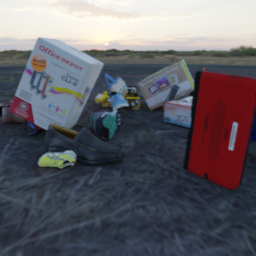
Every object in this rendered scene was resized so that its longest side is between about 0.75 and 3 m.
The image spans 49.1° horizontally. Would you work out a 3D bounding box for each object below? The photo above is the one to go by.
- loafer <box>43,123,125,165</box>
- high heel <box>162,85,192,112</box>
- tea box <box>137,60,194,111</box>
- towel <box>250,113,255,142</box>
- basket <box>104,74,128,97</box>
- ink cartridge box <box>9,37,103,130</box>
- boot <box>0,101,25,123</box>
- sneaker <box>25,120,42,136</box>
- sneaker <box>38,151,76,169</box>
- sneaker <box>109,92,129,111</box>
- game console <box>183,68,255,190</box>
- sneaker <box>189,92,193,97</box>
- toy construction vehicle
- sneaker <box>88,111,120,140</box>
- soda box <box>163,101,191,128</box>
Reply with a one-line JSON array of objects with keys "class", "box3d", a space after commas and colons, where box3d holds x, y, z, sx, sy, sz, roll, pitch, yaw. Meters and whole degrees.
[{"class": "loafer", "box3d": [-1.320, 0.455, 8.192, 2.519, 0.911, 0.917, 7, 16, 10]}, {"class": "high heel", "box3d": [2.548, -0.734, 12.753, 0.792, 1.581, 2.218, -23, 57, -38]}, {"class": "tea box", "box3d": [2.068, -2.305, 14.763, 2.410, 1.610, 2.371, -24, 7, 22]}, {"class": "towel", "box3d": [4.242, -0.181, 8.012, 2.750, 0.681, 2.031, 15, -27, -12]}, {"class": "basket", "box3d": [-0.689, -2.261, 15.149, 1.369, 0.952, 1.207, 37, -8, 12]}, {"class": "ink cartridge box", "box3d": [-2.599, -1.607, 10.547, 2.114, 2.910, 2.104, 27, 14, 0]}, {"class": "boot", "box3d": [-5.072, -0.983, 12.892, 2.152, 1.034, 2.944, -12, 21, -34]}, {"class": "sneaker", "box3d": [-3.599, -0.195, 10.907, 0.732, 0.703, 1.865, 1, 18, -14]}, {"class": "sneaker", "box3d": [-1.937, 0.894, 7.608, 1.031, 0.389, 0.394, -12, 42, -3]}, {"class": "sneaker", "box3d": [-0.454, -1.268, 12.815, 0.782, 0.897, 1.995, -23, 4, -3]}, {"class": "game console", "box3d": [2.344, -0.136, 7.235, 1.553, 2.617, 2.255, -12, 23, -41]}, {"class": "sneaker", "box3d": [4.080, -1.049, 13.392, 1.172, 1.125, 2.988, 1, 18, -39]}, {"class": "toy construction vehicle", "box3d": [-0.417, -1.525, 15.354, 2.491, 0.877, 2.169, 0, 28, 11]}, {"class": "sneaker", "box3d": [-1.068, -0.123, 10.383, 1.136, 0.966, 2.596, 0, 6, 11]}, {"class": "soda box", "box3d": [2.711, -0.464, 11.286, 0.839, 0.902, 2.638, -8, 18, -42]}]
